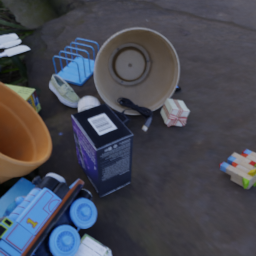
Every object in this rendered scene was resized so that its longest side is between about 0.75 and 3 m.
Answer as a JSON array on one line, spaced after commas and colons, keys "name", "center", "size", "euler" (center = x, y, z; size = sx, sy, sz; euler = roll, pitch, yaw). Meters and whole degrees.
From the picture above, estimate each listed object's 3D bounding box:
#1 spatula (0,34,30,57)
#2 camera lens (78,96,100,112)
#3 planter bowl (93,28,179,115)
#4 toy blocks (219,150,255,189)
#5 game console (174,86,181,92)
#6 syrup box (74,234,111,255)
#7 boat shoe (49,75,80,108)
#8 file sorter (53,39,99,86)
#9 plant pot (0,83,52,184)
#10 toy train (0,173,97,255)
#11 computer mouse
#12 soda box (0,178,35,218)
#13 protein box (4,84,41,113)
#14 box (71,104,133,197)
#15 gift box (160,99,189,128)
[{"name": "spatula", "center": [-6.358, -3.612, 12.994], "size": [2.979, 0.239, 2.071], "euler": [-28, 56, -25]}, {"name": "camera lens", "center": [-1.275, -0.533, 9.295], "size": [0.754, 0.754, 0.943], "euler": [-7, 44, -7]}, {"name": "planter bowl", "center": [0.158, -2.067, 9.757], "size": [2.784, 2.784, 1.874], "euler": [-7, 23, -7]}, {"name": "toy blocks", "center": [3.200, 1.069, 7.783], "size": [1.380, 0.690, 0.943], "euler": [-31, 40, -28]}, {"name": "game console", "center": [1.660, -1.814, 11.099], "size": [0.729, 0.149, 1.236], "euler": [-22, 48, -21]}, {"name": "syrup box", "center": [-1.063, 3.086, 5.515], "size": [0.674, 0.697, 1.711], "euler": [23, 50, 23]}, {"name": "boat shoe", "center": [-2.330, -1.342, 10.193], "size": [1.658, 0.514, 0.597], "euler": [38, 44, 23]}, {"name": "file sorter", "center": [-2.047, -2.734, 11.399], "size": [1.220, 1.079, 1.759], "euler": [17, 46, 16]}, {"name": "plant pot", "center": [-3.644, 0.328, 6.961], "size": [1.972, 2.818, 2.818], "euler": [-39, 45, 13]}, {"name": "toy train", "center": [-1.809, 2.106, 5.702], "size": [1.582, 1.201, 2.770], "euler": [43, 45, -8]}, {"name": "computer mouse", "center": [-0.141, -0.037, 8.958], "size": [1.485, 0.487, 2.115], "euler": [24, 52, 19]}, {"name": "soda box", "center": [-2.853, 2.287, 6.311], "size": [0.783, 0.740, 2.308], "euler": [23, 49, 20]}, {"name": "protein box", "center": [-3.880, -0.668, 9.347], "size": [1.287, 0.875, 1.297], "euler": [10, 44, 11]}, {"name": "box", "center": [-0.658, 0.593, 7.260], "size": [0.997, 1.911, 1.414], "euler": [-22, 47, -24]}, {"name": "gift box", "center": [1.546, -0.438, 9.259], "size": [0.720, 0.781, 0.729], "euler": [3, 38, -18]}]
